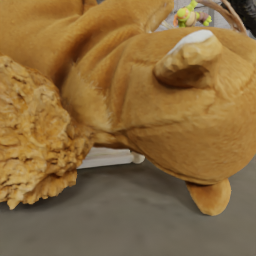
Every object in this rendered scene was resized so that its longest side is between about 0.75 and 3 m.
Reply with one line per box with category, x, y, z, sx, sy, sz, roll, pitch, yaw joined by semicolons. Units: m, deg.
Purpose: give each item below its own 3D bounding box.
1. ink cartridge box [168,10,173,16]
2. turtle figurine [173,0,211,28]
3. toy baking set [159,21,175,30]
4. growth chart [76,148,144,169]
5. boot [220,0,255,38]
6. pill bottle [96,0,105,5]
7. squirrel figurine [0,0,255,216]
ink cartridge box;0.756;-3.074;7.082;1.441;0.427;0.748;-22;-6;9
turtle figurine;1.887;-3.299;8.846;0.775;2.407;1.941;25;16;26
toy baking set;1.534;-3.471;10.040;1.665;0.252;2.169;28;26;-14
growth chart;-0.867;0.259;4.138;1.791;0.219;2.474;-3;7;-17
boot;3.129;-2.876;6.922;1.501;0.597;1.724;39;8;-4
pill bottle;-0.592;-3.366;6.177;1.636;1.636;2.995;-3;-11;-23
squirrel figurine;-0.363;-0.191;2.313;2.722;1.926;2.540;-32;43;-26
